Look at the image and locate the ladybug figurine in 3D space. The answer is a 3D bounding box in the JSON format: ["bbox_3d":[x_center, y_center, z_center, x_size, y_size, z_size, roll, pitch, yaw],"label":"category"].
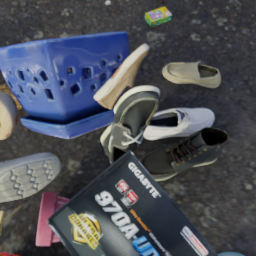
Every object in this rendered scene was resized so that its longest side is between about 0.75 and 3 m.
[{"bbox_3d":[-3.613,-0.367,7.690,1.302,1.919,0.690,46,44,-10],"label":"ladybug figurine"}]

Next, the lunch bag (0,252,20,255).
[{"bbox_3d":[-3.106,4.899,6.917,2.507,1.166,2.846,32,67,16],"label":"lunch bag"}]

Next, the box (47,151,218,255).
[{"bbox_3d":[0.090,2.401,6.184,2.381,0.689,2.995,-39,83,-9],"label":"box"}]

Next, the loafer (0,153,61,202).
[{"bbox_3d":[-3.077,1.244,6.511,2.968,1.038,1.036,-20,34,-22],"label":"loafer"}]

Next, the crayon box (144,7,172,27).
[{"bbox_3d":[1.349,-5.012,12.636,1.057,0.308,0.628,-24,65,-12],"label":"crayon box"}]

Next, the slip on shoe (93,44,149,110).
[{"bbox_3d":[-0.059,-1.090,6.075,0.489,0.613,1.613,42,97,-8],"label":"slip on shoe"}]

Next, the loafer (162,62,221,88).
[{"bbox_3d":[2.495,-2.179,10.871,2.299,0.785,0.870,9,63,5],"label":"loafer"}]

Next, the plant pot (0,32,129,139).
[{"bbox_3d":[-1.523,-1.127,7.326,2.553,2.296,2.553,7,22,43],"label":"plant pot"}]

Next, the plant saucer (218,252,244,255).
[{"bbox_3d":[2.965,4.426,7.634,1.950,0.375,1.950,0,61,0],"label":"plant saucer"}]

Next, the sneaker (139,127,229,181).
[{"bbox_3d":[1.636,0.740,8.895,2.925,1.554,1.094,-17,63,-9],"label":"sneaker"}]

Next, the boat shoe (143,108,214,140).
[{"bbox_3d":[1.787,-0.220,9.777,2.724,0.890,1.002,-16,63,-8],"label":"boat shoe"}]

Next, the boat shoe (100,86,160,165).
[{"bbox_3d":[0.095,0.079,6.875,1.055,2.939,0.994,-1,59,-21],"label":"boat shoe"}]

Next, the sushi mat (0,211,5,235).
[{"bbox_3d":[-2.698,1.809,5.147,0.964,0.058,0.461,-13,58,18],"label":"sushi mat"}]

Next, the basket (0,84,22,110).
[{"bbox_3d":[-4.863,-1.146,10.142,1.563,1.116,1.165,-23,66,-12],"label":"basket"}]

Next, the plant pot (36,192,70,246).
[{"bbox_3d":[-1.882,2.633,8.085,1.309,1.463,1.463,7,61,-14],"label":"plant pot"}]
